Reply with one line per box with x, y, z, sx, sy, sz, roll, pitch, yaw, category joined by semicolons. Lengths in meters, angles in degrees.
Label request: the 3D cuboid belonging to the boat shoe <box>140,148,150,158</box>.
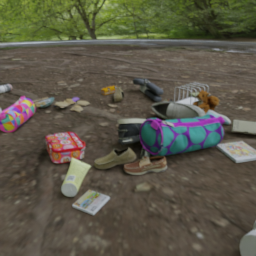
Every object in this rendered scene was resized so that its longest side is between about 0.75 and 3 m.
0.620;0.770;9.937;0.307;0.341;0.965;-13;20;18;boat shoe

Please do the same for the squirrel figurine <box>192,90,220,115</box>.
3.696;-1.213;13.483;1.312;1.225;0.929;-10;25;-21;squirrel figurine

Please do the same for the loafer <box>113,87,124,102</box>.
-0.493;-1.881;15.958;0.532;0.600;1.578;3;33;5;loafer

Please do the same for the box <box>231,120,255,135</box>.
4.950;0.006;11.363;1.384;0.473;0.569;8;-4;18;box

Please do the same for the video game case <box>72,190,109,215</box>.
-0.978;1.969;7.443;0.685;0.086;0.752;12;27;28;video game case

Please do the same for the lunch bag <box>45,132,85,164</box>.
-2.161;0.666;9.937;1.331;0.619;1.512;-6;24;-26;lunch bag

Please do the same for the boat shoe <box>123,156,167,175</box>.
0.540;1.132;8.886;1.412;0.507;0.535;-6;24;-13;boat shoe

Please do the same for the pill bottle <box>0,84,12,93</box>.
-7.625;-2.406;17.292;0.447;0.447;0.771;13;26;28;pill bottle

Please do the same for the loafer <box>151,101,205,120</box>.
2.133;-0.636;12.343;0.996;0.998;2.855;3;8;-34;loafer

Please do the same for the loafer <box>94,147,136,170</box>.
-0.461;0.947;9.075;1.414;0.477;0.538;-15;19;5;loafer

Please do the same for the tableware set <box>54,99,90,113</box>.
-2.908;-1.225;14.715;1.444;0.201;1.729;12;21;11;tableware set

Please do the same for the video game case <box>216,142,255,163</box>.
3.981;0.844;10.039;1.108;0.139;1.217;-6;24;-15;video game case

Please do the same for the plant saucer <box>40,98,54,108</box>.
-4.303;-1.291;14.780;0.964;0.186;0.964;-18;26;9;plant saucer

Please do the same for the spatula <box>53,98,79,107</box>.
-3.393;-1.389;15.269;0.444;0.161;1.570;19;30;39;spatula

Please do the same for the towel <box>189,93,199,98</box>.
4.114;-1.877;16.386;0.750;0.184;1.011;-8;24;-21;towel

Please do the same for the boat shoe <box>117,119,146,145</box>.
0.972;0.225;10.657;2.996;1.013;1.076;2;-8;-28;boat shoe

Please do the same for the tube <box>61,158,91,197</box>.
-1.552;1.407;8.361;0.457;0.510;1.759;-21;18;9;tube

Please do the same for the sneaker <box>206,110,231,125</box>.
4.026;-0.354;12.673;1.182;0.437;0.484;30;73;37;sneaker

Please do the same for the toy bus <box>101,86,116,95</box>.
-1.139;-2.302;17.093;0.338;0.406;1.037;19;29;40;toy bus

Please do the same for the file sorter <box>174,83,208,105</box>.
3.384;-1.745;14.988;1.678;1.045;1.164;-20;30;-39;file sorter

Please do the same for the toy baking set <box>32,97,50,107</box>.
-4.814;-1.230;14.668;1.302;0.197;1.696;-7;22;3;toy baking set

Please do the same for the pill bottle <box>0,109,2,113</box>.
-6.391;-0.813;12.847;0.993;0.993;1.818;-12;26;-26;pill bottle

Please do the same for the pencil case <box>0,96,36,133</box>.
-4.949;-0.627;12.463;1.009;1.009;2.282;1;23;1;pencil case

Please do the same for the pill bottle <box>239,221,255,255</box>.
3.334;2.141;5.563;2.251;1.250;1.250;-14;27;-28;pill bottle

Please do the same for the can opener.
1.041;-2.298;16.459;1.000;0.798;2.992;6;20;-20;can opener

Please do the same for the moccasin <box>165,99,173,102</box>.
2.101;-1.303;14.428;0.382;0.362;0.989;-3;3;14;moccasin

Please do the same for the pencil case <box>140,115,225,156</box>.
1.914;0.200;9.716;2.901;1.341;1.235;-6;49;-30;pencil case
